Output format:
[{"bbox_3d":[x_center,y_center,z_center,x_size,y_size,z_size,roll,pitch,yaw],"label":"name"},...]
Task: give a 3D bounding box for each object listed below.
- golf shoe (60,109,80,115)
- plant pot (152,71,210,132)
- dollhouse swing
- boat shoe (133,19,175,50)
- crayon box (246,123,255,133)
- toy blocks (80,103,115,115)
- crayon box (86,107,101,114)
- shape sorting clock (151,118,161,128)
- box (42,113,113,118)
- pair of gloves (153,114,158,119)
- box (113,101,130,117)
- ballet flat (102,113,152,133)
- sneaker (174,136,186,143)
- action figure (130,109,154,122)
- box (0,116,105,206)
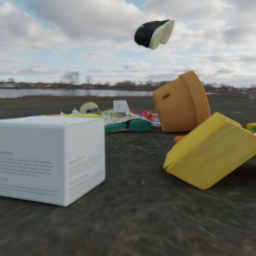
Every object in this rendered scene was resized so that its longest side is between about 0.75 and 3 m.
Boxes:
[{"bbox_3d":[-2.452,-0.499,13.772,1.779,0.819,0.646,-2,5,-24],"label":"golf shoe"},{"bbox_3d":[2.081,-0.885,11.531,1.774,2.535,2.535,-17,7,1],"label":"plant pot"},{"bbox_3d":[2.080,0.768,5.691,1.918,1.855,2.110,-41,-1,13],"label":"dollhouse swing"},{"bbox_3d":[0.915,-3.071,8.954,0.728,0.850,2.323,25,34,15],"label":"boat shoe"},{"bbox_3d":[5.743,0.007,11.496,1.292,0.377,1.114,-5,9,-32],"label":"crayon box"},{"bbox_3d":[-1.374,-0.745,14.431,1.730,0.754,2.075,23,10,5],"label":"toy blocks"},{"bbox_3d":[-1.641,-0.486,13.021,0.643,1.012,0.257,-13,55,-23],"label":"crayon box"},{"bbox_3d":[1.588,-0.273,13.767,1.821,0.357,1.821,0,7,0],"label":"shape sorting clock"},{"bbox_3d":[-2.054,-0.203,11.746,2.883,0.722,1.085,-5,9,-33],"label":"box"},{"bbox_3d":[2.376,-0.499,15.346,2.413,0.423,2.052,7,5,23],"label":"pair of gloves"},{"bbox_3d":[-0.217,-0.645,12.953,0.517,0.553,2.671,-1,-12,6],"label":"box"},{"bbox_3d":[-0.112,-0.287,11.732,2.276,0.861,0.727,-3,52,-21],"label":"ballet flat"},{"bbox_3d":[1.979,0.342,8.538,1.288,0.497,0.470,5,10,44],"label":"sneaker"},{"bbox_3d":[0.593,-0.587,14.087,0.898,0.709,2.745,1,2,-21],"label":"action figure"},{"bbox_3d":[-1.310,0.446,4.810,1.417,1.220,1.424,3,8,19],"label":"box"}]
